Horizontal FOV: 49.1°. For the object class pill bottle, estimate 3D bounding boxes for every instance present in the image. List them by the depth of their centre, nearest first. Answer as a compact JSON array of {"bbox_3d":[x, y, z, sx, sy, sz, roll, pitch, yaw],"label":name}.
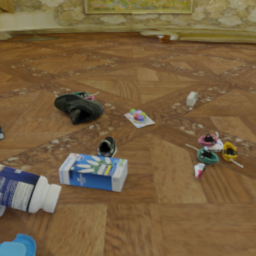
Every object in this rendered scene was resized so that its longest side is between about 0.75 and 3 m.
[{"bbox_3d":[-2.959,1.806,8.013,1.895,1.053,1.053,18,26,-9],"label":"pill bottle"}]

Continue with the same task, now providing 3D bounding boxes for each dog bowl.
[{"bbox_3d":[-3.111,3.059,6.542,1.934,0.479,1.078,1,27,2],"label":"dog bowl"}]

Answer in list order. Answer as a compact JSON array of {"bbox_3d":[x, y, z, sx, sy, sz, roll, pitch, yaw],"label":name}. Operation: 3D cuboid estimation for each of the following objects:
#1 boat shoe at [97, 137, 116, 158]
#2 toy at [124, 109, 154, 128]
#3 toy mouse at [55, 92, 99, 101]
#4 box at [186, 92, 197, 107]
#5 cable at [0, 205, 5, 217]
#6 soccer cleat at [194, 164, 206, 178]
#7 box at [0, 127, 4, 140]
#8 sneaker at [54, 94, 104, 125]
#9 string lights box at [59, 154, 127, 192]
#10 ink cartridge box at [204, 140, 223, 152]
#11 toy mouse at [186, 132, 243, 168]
[{"bbox_3d":[-0.822,0.771,10.901,0.666,0.627,1.855,1,26,6],"label":"boat shoe"},{"bbox_3d":[0.518,-0.569,13.722,0.927,0.380,1.610,-16,28,-19],"label":"toy"},{"bbox_3d":[-2.516,-1.554,15.597,2.126,0.463,2.392,-22,34,-36],"label":"toy mouse"},{"bbox_3d":[3.603,-1.622,15.765,0.388,0.466,1.135,11,30,20],"label":"box"},{"bbox_3d":[-4.153,2.330,8.077,1.125,0.390,1.125,-9,30,-15],"label":"cable"},{"bbox_3d":[2.433,1.486,9.727,0.356,0.288,0.825,16,25,28],"label":"soccer cleat"},{"bbox_3d":[-6.241,0.186,12.310,1.226,0.355,1.542,-15,31,-28],"label":"box"},{"bbox_3d":[-2.744,-0.956,13.794,2.736,1.046,1.567,17,25,20],"label":"sneaker"},{"bbox_3d":[-1.144,1.486,9.467,2.067,0.610,1.062,5,27,11],"label":"string lights box"},{"bbox_3d":[3.486,0.728,11.456,0.760,0.165,0.753,-2,28,0],"label":"ink cartridge box"},{"bbox_3d":[3.134,0.853,10.784,1.895,0.413,2.132,2,38,1],"label":"toy mouse"}]
